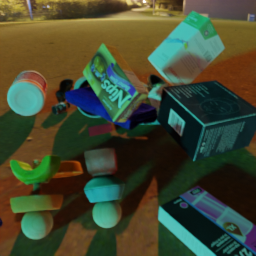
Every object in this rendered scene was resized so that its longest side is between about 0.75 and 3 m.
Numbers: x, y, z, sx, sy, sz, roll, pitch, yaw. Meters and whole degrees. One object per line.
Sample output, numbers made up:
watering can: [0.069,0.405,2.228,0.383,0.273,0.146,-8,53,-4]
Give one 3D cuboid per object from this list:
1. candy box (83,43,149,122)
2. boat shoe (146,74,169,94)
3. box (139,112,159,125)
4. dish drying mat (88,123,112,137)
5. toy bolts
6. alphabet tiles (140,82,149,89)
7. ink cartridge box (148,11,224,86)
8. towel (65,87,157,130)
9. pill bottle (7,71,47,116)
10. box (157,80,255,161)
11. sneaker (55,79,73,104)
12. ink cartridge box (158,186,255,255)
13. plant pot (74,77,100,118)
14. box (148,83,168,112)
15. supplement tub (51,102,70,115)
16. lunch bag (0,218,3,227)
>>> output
candy box: [-0.421,-1.335,8.365,0.593,1.225,2.099,1,50,-49]
boat shoe: [1.470,-1.754,13.007,0.986,0.824,2.758,-7,27,-12]
box: [0.654,-0.372,10.835,1.256,0.309,0.517,0,27,-1]
dish drying mat: [-0.996,0.059,9.928,0.874,0.336,0.080,-13,10,-25]
toy bolts: [-1.208,1.523,6.457,2.371,1.644,2.265,-8,-14,5]
alphabet tiles: [-0.003,-1.823,11.422,1.361,0.052,1.635,-5,25,-25]
ink cartridge box: [2.747,-3.512,13.246,2.179,2.998,1.312,35,10,-46]
towel: [-0.541,-0.850,9.994,2.873,0.712,2.122,23,19,25]
pill bottle: [-4.226,-1.615,12.017,1.424,1.424,2.521,-5,27,-10]
box: [2.477,-0.350,8.935,2.222,1.401,2.260,-12,40,-22]
sneaker: [-2.888,-1.674,12.675,0.526,0.589,1.438,13,49,9]
ink cartridge box: [1.922,2.213,5.568,1.254,0.491,2.649,-18,34,-31]
plant pot: [-1.526,-1.450,11.695,1.682,1.682,1.647,-9,21,-18]
box: [1.388,-1.119,11.336,0.682,1.038,1.043,-18,17,27]
supplement tub: [-2.782,-0.833,11.659,0.404,0.404,0.755,20,32,34]
lunch bag: [-3.527,1.959,5.461,1.288,0.938,1.515,16,36,24]
